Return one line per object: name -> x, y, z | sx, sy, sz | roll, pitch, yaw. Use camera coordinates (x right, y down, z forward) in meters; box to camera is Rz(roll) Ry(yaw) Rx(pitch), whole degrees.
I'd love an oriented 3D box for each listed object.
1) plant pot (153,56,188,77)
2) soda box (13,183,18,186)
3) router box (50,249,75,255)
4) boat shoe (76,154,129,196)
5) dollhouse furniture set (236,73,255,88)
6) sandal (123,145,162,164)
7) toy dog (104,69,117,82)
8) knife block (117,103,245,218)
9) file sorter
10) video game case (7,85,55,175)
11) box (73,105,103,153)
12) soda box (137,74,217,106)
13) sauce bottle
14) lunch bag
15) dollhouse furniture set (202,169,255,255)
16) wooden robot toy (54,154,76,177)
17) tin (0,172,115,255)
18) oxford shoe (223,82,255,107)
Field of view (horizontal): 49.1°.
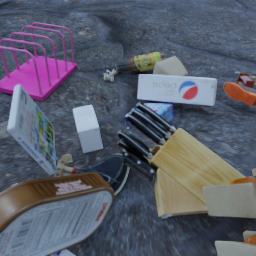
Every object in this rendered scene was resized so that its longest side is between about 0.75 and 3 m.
plant pot -> 1.527, -1.792, 9.907 | 0.992, 0.991, 0.878 | -26, 55, -30
soda box -> -2.143, 1.493, 5.859 | 0.758, 0.259, 0.240 | 32, 31, 11
router box -> -1.411, 2.712, 4.318 | 1.549, 0.422, 1.726 | 21, 42, 25
boat shoe -> -0.765, 1.213, 6.029 | 0.876, 0.731, 2.347 | 26, 43, 28
dollhouse furniture set -> 4.282, -1.537, 9.500 | 1.028, 0.418, 0.553 | 0, 39, -12
sandal -> 0.685, 0.696, 6.654 | 1.751, 0.576, 0.642 | 9, 77, 14
toy dog -> -0.673, -2.067, 10.671 | 0.515, 0.376, 0.780 | -2, 37, -3
knife block -> 1.161, 0.581, 5.844 | 2.716, 0.869, 2.385 | -4, 70, -2
file sorter -> -3.348, -2.553, 10.132 | 1.901, 1.715, 2.735 | 13, 39, 11
video game case -> -2.143, 0.019, 6.400 | 0.184, 1.527, 1.675 | -25, 41, 3
box -> -1.084, 0.014, 7.519 | 0.546, 0.782, 1.027 | -13, 41, -9
soda box -> 1.539, -1.225, 8.847 | 2.383, 0.812, 0.759 | 7, 12, 16
sauce bottle -> 0.494, -2.511, 10.968 | 1.938, 0.627, 0.627 | -13, 38, 0
lunch bag -> 0.575, -0.402, 8.399 | 1.273, 0.599, 0.958 | 21, 44, 40
dollhouse furniture set -> 2.709, 1.630, 3.815 | 2.620, 1.350, 2.592 | -6, 78, -24
wooden robot toy -> -1.412, 0.918, 6.215 | 0.492, 1.116, 0.506 | 15, 25, -10
tin -> -1.149, 1.420, 4.407 | 0.501, 1.340, 2.394 | 40, 22, 31
oxford shoe -> 3.663, -1.098, 8.884 | 0.490, 0.479, 1.344 | -24, 49, -35
